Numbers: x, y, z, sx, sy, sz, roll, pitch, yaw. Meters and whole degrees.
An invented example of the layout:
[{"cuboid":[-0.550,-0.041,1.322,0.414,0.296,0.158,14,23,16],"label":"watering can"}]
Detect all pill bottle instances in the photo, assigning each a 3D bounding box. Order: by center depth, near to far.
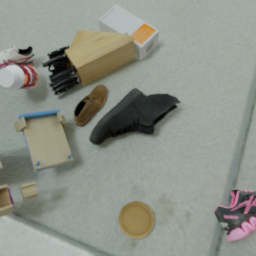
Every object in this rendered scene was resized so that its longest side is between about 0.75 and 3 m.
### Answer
[{"cuboid":[-3.614,-1.660,9.236,0.778,1.377,0.778,3,102,12],"label":"pill bottle"}]

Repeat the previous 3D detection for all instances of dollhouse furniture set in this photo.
[{"cuboid":[-2.936,1.095,8.466,2.714,1.771,2.562,-13,70,-33],"label":"dollhouse furniture set"}]

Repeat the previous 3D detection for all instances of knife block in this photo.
[{"cuboid":[-1.410,-2.158,9.727,2.886,0.923,2.534,10,64,11],"label":"knife block"}]

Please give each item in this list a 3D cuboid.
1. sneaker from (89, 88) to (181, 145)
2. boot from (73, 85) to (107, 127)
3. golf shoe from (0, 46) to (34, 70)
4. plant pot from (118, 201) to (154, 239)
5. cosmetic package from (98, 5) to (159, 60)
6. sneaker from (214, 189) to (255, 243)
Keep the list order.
[{"cuboid":[0.226,-0.222,9.009,1.514,0.872,2.903,38,71,13],"label":"sneaker"},{"cuboid":[-1.256,-0.881,9.457,0.641,0.657,1.742,24,66,15],"label":"boot"},{"cuboid":[-4.159,-2.494,9.725,1.788,0.823,0.649,-19,58,-38],"label":"golf shoe"},{"cuboid":[0.234,2.675,8.155,1.050,0.144,1.050,0,65,1],"label":"plant pot"},{"cuboid":[0.014,-3.636,10.616,2.116,0.754,1.073,36,71,16],"label":"cosmetic package"},{"cuboid":[3.607,2.123,8.040,2.577,1.018,1.229,-28,58,-13],"label":"sneaker"}]
